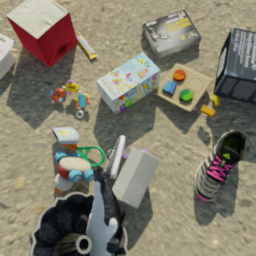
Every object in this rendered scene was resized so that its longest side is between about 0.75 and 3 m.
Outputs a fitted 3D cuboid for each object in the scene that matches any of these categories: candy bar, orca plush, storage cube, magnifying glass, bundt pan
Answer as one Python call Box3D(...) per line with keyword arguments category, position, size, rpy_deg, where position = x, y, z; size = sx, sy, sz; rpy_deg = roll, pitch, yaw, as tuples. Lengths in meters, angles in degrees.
Box3D(category="candy bar", position=(-1.704, -3.273, 11.247), size=(0.331, 0.147, 1.326), rpy_deg=(-32, 73, -12))
Box3D(category="orca plush", position=(-0.589, 2.486, 8.059), size=(1.030, 1.524, 2.896), rpy_deg=(-13, 95, -47))
Box3D(category="storage cube", position=(-3.149, -3.695, 10.572), size=(1.908, 1.715, 1.631), rpy_deg=(39, 74, 14))
Box3D(category="magnifying glass", position=(-1.569, 0.785, 9.574), size=(1.721, 0.193, 0.685), rpy_deg=(23, 93, 13))
Box3D(category="bundt pan", position=(-1.444, 3.319, 7.757), size=(2.855, 1.072, 2.855), rpy_deg=(20, 53, -28))

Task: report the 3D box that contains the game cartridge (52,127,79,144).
Box3D(category="game cartridge", position=(-2.078, 0.243, 9.419), size=(0.755, 1.133, 0.229), rpy_deg=(2, 110, -28))

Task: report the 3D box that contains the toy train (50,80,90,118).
Box3D(category="toy train", position=(-2.067, -1.087, 10.293), size=(1.485, 0.413, 1.115), rpy_deg=(36, 102, 3))

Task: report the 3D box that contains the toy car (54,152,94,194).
Box3D(category="toy car", position=(-1.911, 1.608, 9.071), size=(1.160, 1.113, 1.259), rpy_deg=(42, 109, 36))

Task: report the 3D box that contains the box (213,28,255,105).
Box3D(category="box", position=(4.738, -2.076, 10.067), size=(2.775, 1.485, 2.059), rpy_deg=(13, 70, 5))

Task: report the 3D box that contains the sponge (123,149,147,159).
Box3D(category="sponge", position=(0.235, 0.886, 9.493), size=(0.808, 0.451, 0.121), rpy_deg=(-17, 80, -6))

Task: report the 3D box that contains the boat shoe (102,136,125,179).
Box3D(category="boat shoe", position=(-0.485, 0.932, 9.382), size=(0.529, 0.559, 1.560), rpy_deg=(12, 64, 8))

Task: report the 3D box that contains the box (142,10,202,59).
Box3D(category="box", position=(1.730, -3.780, 11.262), size=(1.924, 0.465, 1.523), rpy_deg=(-21, 70, -7))

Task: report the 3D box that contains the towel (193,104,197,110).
Box3D(category="towel", position=(2.169, -1.178, 10.444), size=(0.943, 0.152, 0.901), rpy_deg=(16, 70, 5))

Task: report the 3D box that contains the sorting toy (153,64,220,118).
Box3D(category="sorting toy", position=(2.312, -1.386, 10.205), size=(2.311, 0.309, 1.722), rpy_deg=(31, 71, 24))

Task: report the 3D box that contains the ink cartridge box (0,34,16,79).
Box3D(category="ink cartridge box", position=(-5.232, -2.525, 10.645), size=(1.224, 0.721, 2.126), rpy_deg=(28, 72, 10))

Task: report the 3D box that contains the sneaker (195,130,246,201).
Box3D(category="sneaker", position=(3.014, 1.094, 9.030), size=(0.978, 1.160, 2.651), rpy_deg=(32, 72, 12))

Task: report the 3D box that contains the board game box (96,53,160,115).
Box3D(category="board game box", position=(0.035, -1.584, 10.082), size=(2.012, 1.037, 1.055), rpy_deg=(-34, 67, -12))

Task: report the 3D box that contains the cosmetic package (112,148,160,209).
Box3D(category="cosmetic package", position=(0.206, 1.533, 8.761), size=(0.749, 0.887, 1.661), rpy_deg=(33, 82, -23))
